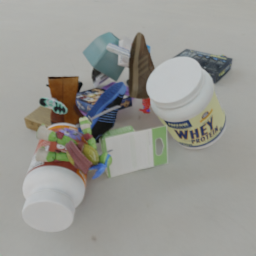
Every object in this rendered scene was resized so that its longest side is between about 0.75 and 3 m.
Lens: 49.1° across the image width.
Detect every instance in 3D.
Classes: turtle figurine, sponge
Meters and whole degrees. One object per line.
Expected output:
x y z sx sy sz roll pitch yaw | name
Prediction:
-1.306 0.436 7.395 1.933 1.435 1.993 10 55 0 | turtle figurine
-1.052 -1.187 12.539 1.558 0.416 2.792 25 46 32 | sponge

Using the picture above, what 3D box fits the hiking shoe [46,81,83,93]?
-2.679 -1.850 12.291 0.904 0.776 2.085 32 16 5 | hiking shoe

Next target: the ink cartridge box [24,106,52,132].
-3.181 -0.308 11.212 1.446 0.543 1.191 18 41 21 | ink cartridge box

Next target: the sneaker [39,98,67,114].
-2.299 -0.750 9.018 0.966 0.375 0.676 26 13 6 | sneaker

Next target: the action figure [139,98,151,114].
0.684 -0.918 10.949 0.477 0.603 1.844 12 -4 3 | action figure

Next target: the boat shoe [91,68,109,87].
-1.339 -2.486 13.123 0.867 0.715 2.525 -35 8 -8 | boat shoe

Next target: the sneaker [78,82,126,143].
-0.632 -0.444 8.405 1.986 0.774 0.697 -50 36 -3 | sneaker

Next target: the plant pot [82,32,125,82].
-0.802 -3.175 12.008 1.455 1.482 1.451 24 23 -43 | plant pot

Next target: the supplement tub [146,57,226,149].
1.979 -0.753 9.345 2.058 2.838 2.058 -17 52 23 | supplement tub

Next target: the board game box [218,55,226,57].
5.468 -4.083 16.768 0.962 0.273 0.795 -11 36 -15 | board game box

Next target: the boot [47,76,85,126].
-1.792 -0.847 9.709 1.851 1.966 0.673 4 24 -3 | boot

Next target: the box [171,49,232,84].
3.977 -3.494 15.546 2.884 0.736 2.274 22 42 28 | box

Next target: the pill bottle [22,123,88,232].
-2.007 1.332 8.074 1.664 1.664 2.967 -1 37 -1 | pill bottle

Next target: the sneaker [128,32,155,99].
0.518 -2.118 9.747 0.878 2.325 0.819 6 -6 -16 | sneaker

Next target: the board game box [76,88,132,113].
-1.194 -1.063 10.972 1.591 0.406 2.348 -21 28 -35 | board game box

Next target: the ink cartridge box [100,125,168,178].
0.216 0.674 9.013 2.078 1.512 0.498 -13 29 -13 | ink cartridge box

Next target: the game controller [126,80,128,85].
0.356 -2.181 14.203 0.694 0.280 1.329 -20 38 -3 | game controller

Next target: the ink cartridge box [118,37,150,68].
0.152 -2.997 11.444 0.590 1.024 1.768 4 2 41 | ink cartridge box

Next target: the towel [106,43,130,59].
-0.327 -2.644 9.564 0.825 0.134 1.123 21 22 -8 | towel
